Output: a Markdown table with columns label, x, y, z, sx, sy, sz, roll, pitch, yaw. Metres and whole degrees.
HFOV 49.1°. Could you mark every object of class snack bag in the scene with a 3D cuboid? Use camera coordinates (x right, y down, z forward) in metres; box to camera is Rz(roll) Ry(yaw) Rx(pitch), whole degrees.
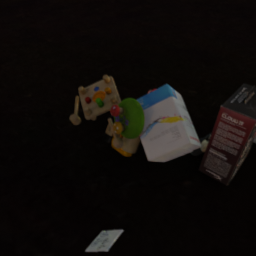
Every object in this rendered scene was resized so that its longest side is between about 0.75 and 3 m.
| label | x | y | z | sx | sy | sz | roll | pitch | yaw |
| --- | --- | --- | --- | --- | --- | --- | --- | --- | --- |
| snack bag | -0.597 | 2.945 | 7.306 | 0.862 | 0.092 | 0.813 | -22 | 9 | 38 |

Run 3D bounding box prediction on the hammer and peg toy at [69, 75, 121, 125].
| label | x | y | z | sx | sy | sz | roll | pitch | yaw |
| --- | --- | --- | --- | --- | --- | --- | --- | --- | --- |
| hammer and peg toy | -1.520 | -1.156 | 11.654 | 2.280 | 0.804 | 1.677 | -23 | 56 | 7 |

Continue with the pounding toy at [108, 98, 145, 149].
| label | x | y | z | sx | sy | sz | roll | pitch | yaw |
| --- | --- | --- | --- | --- | --- | --- | --- | --- | --- |
| pounding toy | -0.297 | -0.175 | 9.035 | 0.800 | 1.724 | 1.330 | -5 | 62 | -40 |

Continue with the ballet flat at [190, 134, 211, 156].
| label | x | y | z | sx | sy | sz | roll | pitch | yaw |
| --- | --- | --- | --- | --- | --- | --- | --- | --- | --- |
| ballet flat | 2.994 | 0.589 | 10.677 | 1.524 | 0.557 | 0.557 | -28 | 45 | -35 |

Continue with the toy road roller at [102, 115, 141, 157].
| label | x | y | z | sx | sy | sz | roll | pitch | yaw |
| --- | --- | --- | --- | --- | --- | --- | --- | --- | --- |
| toy road roller | -0.012 | 0.260 | 10.603 | 1.270 | 1.069 | 1.739 | 5 | 22 | -44 |

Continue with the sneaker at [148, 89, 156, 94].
| label | x | y | z | sx | sy | sz | roll | pitch | yaw |
| --- | --- | --- | --- | --- | --- | --- | --- | --- | --- |
| sneaker | 0.765 | -0.888 | 11.357 | 2.542 | 1.362 | 0.849 | 2 | 37 | 27 |

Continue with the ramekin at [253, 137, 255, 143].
| label | x | y | z | sx | sy | sz | roll | pitch | yaw |
| --- | --- | --- | --- | --- | --- | --- | --- | --- | --- |
| ramekin | 5.697 | -0.219 | 11.389 | 2.232 | 1.088 | 2.232 | 0 | 37 | 0 |

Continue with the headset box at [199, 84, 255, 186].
| label | x | y | z | sx | sy | sz | roll | pitch | yaw |
| --- | --- | --- | --- | --- | --- | --- | --- | --- | --- |
| headset box | 3.618 | 0.060 | 9.261 | 1.111 | 2.961 | 2.201 | 28 | 41 | 26 |

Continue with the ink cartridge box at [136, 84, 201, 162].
| label | x | y | z | sx | sy | sz | roll | pitch | yaw |
| --- | --- | --- | --- | --- | --- | --- | --- | --- | --- |
| ink cartridge box | 1.258 | -0.068 | 9.423 | 1.514 | 1.521 | 2.073 | -26 | 71 | 22 |
